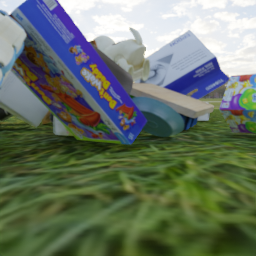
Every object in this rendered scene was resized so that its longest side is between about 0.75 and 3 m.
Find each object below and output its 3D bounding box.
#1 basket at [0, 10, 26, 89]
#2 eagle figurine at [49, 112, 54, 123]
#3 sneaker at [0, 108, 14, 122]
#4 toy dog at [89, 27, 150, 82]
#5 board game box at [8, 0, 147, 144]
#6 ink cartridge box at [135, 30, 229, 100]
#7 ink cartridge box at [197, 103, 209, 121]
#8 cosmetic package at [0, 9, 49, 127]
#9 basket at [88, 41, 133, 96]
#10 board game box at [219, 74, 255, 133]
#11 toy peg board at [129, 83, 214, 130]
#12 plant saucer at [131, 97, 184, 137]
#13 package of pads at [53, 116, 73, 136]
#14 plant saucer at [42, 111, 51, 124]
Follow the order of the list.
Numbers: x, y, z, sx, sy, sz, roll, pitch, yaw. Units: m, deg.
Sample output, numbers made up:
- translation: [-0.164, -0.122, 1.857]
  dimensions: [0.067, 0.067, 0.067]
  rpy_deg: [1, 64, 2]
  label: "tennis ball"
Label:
- translation: [-2.775, -0.744, 3.410]
  dimensions: [2.923, 2.033, 2.577]
  rpy_deg: [-19, -45, 38]
  label: "basket"
- translation: [-1.668, -0.651, 8.335]
  dimensions: [1.029, 1.034, 1.363]
  rpy_deg: [-11, 23, 10]
  label: "eagle figurine"
- translation: [-3.765, -0.931, 9.677]
  dimensions: [1.354, 0.880, 2.345]
  rpy_deg: [-14, 10, 44]
  label: "sneaker"
- translation: [-0.460, -2.360, 9.163]
  dimensions: [1.974, 1.914, 1.377]
  rpy_deg: [26, 48, 29]
  label: "toy dog"
- translation: [-0.990, -0.748, 4.445]
  dimensions: [1.611, 2.396, 0.536]
  rpy_deg: [1, 48, 49]
  label: "board game box"
- translation: [1.629, -1.942, 9.936]
  dimensions: [2.824, 2.830, 0.575]
  rpy_deg: [-31, -43, 8]
  label: "ink cartridge box"
- translation: [2.689, -0.743, 12.346]
  dimensions: [1.324, 0.797, 1.822]
  rpy_deg: [-1, 4, 1]
  label: "ink cartridge box"
- translation: [-3.750, -1.782, 7.627]
  dimensions: [2.882, 1.777, 2.891]
  rpy_deg: [26, -12, 26]
  label: "cosmetic package"
- translation: [-0.812, -1.086, 6.058]
  dimensions: [1.642, 1.480, 1.116]
  rpy_deg: [24, -8, -30]
  label: "basket"
- translation: [3.090, -0.499, 5.848]
  dimensions: [1.894, 0.993, 0.976]
  rpy_deg: [4, -29, 42]
  label: "board game box"
- translation: [1.059, -0.454, 8.215]
  dimensions: [2.245, 1.103, 2.254]
  rpy_deg: [24, 18, 23]
  label: "toy peg board"
- translation: [0.525, -0.157, 5.792]
  dimensions: [1.262, 0.227, 1.262]
  rpy_deg: [24, -23, 11]
  label: "plant saucer"
- translation: [-0.750, -0.107, 6.379]
  dimensions: [1.621, 0.553, 1.253]
  rpy_deg: [0, 3, 6]
  label: "package of pads"
- translation: [-2.335, -0.797, 9.917]
  dimensions: [1.848, 0.327, 1.848]
  rpy_deg: [-36, 2, 1]
  label: "plant saucer"
